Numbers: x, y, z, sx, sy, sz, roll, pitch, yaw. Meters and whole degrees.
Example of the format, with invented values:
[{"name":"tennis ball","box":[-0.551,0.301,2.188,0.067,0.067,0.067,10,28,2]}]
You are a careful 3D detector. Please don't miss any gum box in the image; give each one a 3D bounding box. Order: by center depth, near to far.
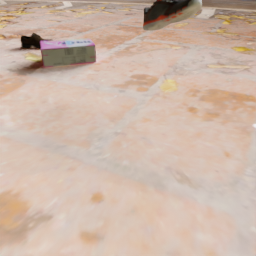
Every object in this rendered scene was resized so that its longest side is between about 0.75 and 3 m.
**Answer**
[{"name":"gum box","box":[-2.677,-3.476,12.761,2.472,0.817,1.403,-9,33,-14]}]

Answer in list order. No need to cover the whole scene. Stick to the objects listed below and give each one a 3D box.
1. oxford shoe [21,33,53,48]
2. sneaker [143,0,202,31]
[{"name":"oxford shoe","box":[-4.776,-4.618,14.735,1.759,0.742,0.639,-1,30,-5]},{"name":"sneaker","box":[1.264,-3.919,9.115,0.926,0.984,2.404,-16,10,-39]}]
